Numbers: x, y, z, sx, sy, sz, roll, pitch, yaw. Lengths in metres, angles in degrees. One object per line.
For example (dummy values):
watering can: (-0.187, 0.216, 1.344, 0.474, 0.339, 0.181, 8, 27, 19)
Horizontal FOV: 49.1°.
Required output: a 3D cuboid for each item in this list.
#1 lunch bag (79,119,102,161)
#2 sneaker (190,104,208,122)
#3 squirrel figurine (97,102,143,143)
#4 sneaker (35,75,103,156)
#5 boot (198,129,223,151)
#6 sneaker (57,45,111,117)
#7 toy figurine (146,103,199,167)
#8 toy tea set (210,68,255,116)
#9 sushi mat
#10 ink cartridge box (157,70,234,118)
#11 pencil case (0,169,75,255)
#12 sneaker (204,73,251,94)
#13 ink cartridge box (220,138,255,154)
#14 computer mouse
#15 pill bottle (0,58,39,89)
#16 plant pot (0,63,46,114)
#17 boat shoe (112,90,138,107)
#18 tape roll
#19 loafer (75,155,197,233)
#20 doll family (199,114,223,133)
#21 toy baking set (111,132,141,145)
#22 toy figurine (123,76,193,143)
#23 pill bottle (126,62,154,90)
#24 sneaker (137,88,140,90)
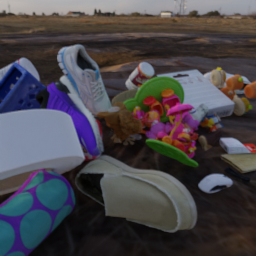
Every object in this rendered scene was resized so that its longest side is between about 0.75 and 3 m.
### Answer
lunch bag: (-1.914, 0.252, 8.562, 2.230, 0.914, 1.964, 0, 21, -9)
sneaker: (2.283, -0.268, 9.764, 1.298, 0.645, 0.451, -36, 74, -30)
squirrel figurine: (-0.173, -0.066, 8.666, 1.231, 1.149, 0.871, 16, 43, 41)
sneaker: (-1.644, -0.138, 7.273, 1.323, 0.925, 2.661, -27, 57, -13)
boot: (2.296, 0.244, 7.728, 0.690, 0.830, 0.300, -41, 58, -4)
sneaker: (-1.356, -1.607, 10.020, 1.278, 2.949, 1.105, -5, 34, 51)
toy figurine: (1.461, 0.078, 7.554, 1.573, 1.448, 1.181, 29, -14, -14)
toy tea set: (4.572, -1.488, 11.496, 1.050, 1.688, 2.838, -15, 28, -17)
sushi mat: (3.751, 0.874, 8.040, 1.959, 0.119, 0.937, -8, 24, -18)
ink cartridge box: (2.673, -1.359, 11.559, 2.189, 0.768, 2.693, -11, 40, -22)
pencil case: (-2.104, 1.719, 4.842, 1.087, 1.180, 2.554, -33, 1, 35)
sneaker: (5.056, -2.315, 14.316, 2.418, 0.891, 1.398, 4, 21, 5)
ink cartridge box: (3.413, 0.528, 8.499, 1.028, 0.293, 0.836, -6, 15, 3)
computer mouse: (2.322, 1.282, 6.921, 1.276, 0.280, 0.699, -11, 27, -24)
pill bottle: (-5.218, -2.040, 12.422, 2.224, 1.260, 1.260, -25, 22, 9)
plant pot: (-3.673, -1.003, 9.904, 1.624, 1.807, 1.807, 37, 0, -39)
boat shoe: (0.610, -1.229, 11.919, 2.661, 0.957, 0.862, -20, -7, -6)
tape roll: (-2.322, 0.632, 5.672, 2.781, 0.973, 2.781, -20, -12, -5)
loafer: (-0.009, 1.409, 5.751, 1.019, 1.129, 2.983, -23, 24, -40)
doll family: (2.838, -0.256, 9.999, 0.693, 0.503, 1.116, -20, 24, 3)
toy baking set: (-0.030, 0.311, 9.338, 0.826, 0.125, 1.076, 21, 37, 28)
toy figurine: (1.063, -0.274, 9.150, 2.494, 1.873, 2.296, -20, 35, 0)
pill bottle: (0.466, -2.106, 11.741, 0.686, 1.253, 0.686, 18, 52, -25)
sneaker: (0.756, -2.277, 14.520, 0.784, 0.744, 1.947, 8, 25, -4)
